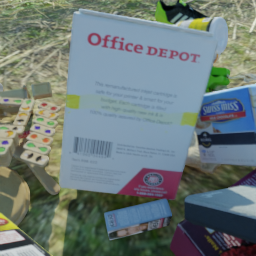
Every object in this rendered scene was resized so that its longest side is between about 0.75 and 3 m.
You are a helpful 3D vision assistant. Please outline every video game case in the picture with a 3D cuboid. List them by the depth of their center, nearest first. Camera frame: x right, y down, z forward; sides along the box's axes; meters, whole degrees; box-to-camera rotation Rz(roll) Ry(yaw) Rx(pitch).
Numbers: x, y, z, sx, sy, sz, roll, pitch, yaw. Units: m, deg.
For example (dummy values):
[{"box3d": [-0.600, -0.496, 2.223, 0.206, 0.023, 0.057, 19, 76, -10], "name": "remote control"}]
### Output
[{"box3d": [-2.454, 1.287, 3.037, 2.542, 2.813, 0.359, 22, 89, 30], "name": "video game case"}]

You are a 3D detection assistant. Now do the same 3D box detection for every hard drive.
[{"box3d": [1.988, 1.040, 3.136, 1.558, 0.367, 2.233, 2, -2, -38], "name": "hard drive"}]

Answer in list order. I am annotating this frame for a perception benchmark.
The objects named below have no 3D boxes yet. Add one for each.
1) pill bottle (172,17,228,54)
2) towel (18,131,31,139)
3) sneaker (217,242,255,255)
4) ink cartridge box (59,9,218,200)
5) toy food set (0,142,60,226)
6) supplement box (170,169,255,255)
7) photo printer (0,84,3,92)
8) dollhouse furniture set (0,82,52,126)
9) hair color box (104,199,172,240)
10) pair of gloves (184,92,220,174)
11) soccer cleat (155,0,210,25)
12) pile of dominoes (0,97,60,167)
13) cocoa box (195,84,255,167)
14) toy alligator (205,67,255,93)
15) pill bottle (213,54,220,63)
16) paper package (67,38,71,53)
[{"box3d": [1.799, -2.493, 7.743, 1.628, 0.930, 0.930, 11, 42, 42], "name": "pill bottle"}, {"box3d": [-2.325, 0.143, 6.448, 0.858, 0.621, 0.097, -11, 85, -30], "name": "towel"}, {"box3d": [2.339, 2.185, 2.970, 2.871, 1.138, 1.371, 9, 87, 21], "name": "sneaker"}, {"box3d": [0.046, -0.368, 4.991, 2.151, 2.964, 1.236, 9, 23, -5], "name": "ink cartridge box"}, {"box3d": [-2.804, 1.371, 5.298, 1.860, 0.541, 2.695, 41, 41, 25], "name": "toy food set"}, {"box3d": [1.990, 1.698, 4.671, 2.274, 0.974, 1.255, -26, 53, -23], "name": "supplement box"}, {"box3d": [-4.406, -0.984, 7.696, 1.429, 0.496, 1.189, 16, 48, 16], "name": "photo printer"}, {"box3d": [-2.575, -0.291, 7.046, 1.475, 0.820, 1.304, -11, 71, -11], "name": "dollhouse furniture set"}, {"box3d": [0.172, 1.631, 4.979, 1.121, 0.555, 0.340, -11, 54, -7], "name": "hair color box"}, {"box3d": [1.465, -0.235, 6.967, 2.387, 0.492, 2.807, 24, 51, 21], "name": "pair of gloves"}, {"box3d": [2.189, -4.266, 10.619, 2.399, 0.972, 0.810, 14, 47, 14], "name": "soccer cleat"}, {"box3d": [-2.358, -0.096, 5.793, 1.703, 0.348, 2.184, 3, 39, -5], "name": "pile of dominoes"}, {"box3d": [2.523, -0.173, 5.611, 2.079, 1.365, 1.387, -12, 4, -32], "name": "cocoa box"}, {"box3d": [1.848, -1.191, 6.935, 2.816, 0.764, 0.835, 25, 14, 39], "name": "toy alligator"}, {"box3d": [2.149, -2.261, 8.782, 1.291, 0.751, 0.751, -18, 48, -18], "name": "pill bottle"}, {"box3d": [-0.576, -2.230, 8.583, 1.843, 1.000, 1.933, -34, 54, -31], "name": "paper package"}]
